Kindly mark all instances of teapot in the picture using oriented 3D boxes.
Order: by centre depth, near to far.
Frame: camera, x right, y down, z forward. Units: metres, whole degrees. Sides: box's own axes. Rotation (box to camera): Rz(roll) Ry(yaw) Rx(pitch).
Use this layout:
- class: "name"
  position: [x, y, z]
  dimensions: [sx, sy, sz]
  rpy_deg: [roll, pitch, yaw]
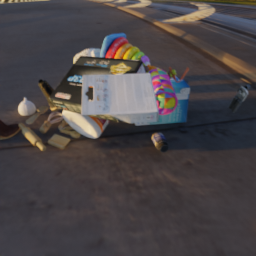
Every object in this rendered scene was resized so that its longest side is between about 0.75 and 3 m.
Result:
- class: "teapot"
  position: [-4.400, -0.915, 12.126]
  dimensions: [0.786, 0.574, 0.775]
  rpy_deg: [14, 35, 21]

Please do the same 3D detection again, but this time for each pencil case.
- class: "pencil case"
  position: [0.968, -1.150, 8.612]
  dimensions: [0.842, 0.842, 1.906]
  rpy_deg: [-2, 31, -3]

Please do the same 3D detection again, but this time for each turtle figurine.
- class: "turtle figurine"
  position: [0.886, -1.713, 10.123]
  dimensions: [1.876, 2.327, 0.749]
  rpy_deg: [42, 12, -6]

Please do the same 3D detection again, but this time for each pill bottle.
- class: "pill bottle"
  position: [1.148, 0.518, 9.923]
  dimensions: [0.438, 0.438, 0.783]
  rpy_deg: [-8, 32, -12]
- class: "pill bottle"
  position: [-1.046, -1.129, 10.524]
  dimensions: [1.584, 1.584, 2.774]
  rpy_deg: [19, 63, 28]

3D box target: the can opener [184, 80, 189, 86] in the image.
- class: "can opener"
  position: [1.403, -1.405, 12.101]
  dimensions: [2.569, 0.859, 0.685]
  rpy_deg: [-18, 35, -2]

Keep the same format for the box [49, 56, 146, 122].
- class: "box"
  position: [-1.005, -1.385, 9.226]
  dimensions: [2.637, 0.607, 2.096]
  rpy_deg: [13, 62, 31]

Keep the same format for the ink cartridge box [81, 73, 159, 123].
- class: "ink cartridge box"
  position: [-0.233, -0.786, 7.314]
  dimensions: [1.867, 0.533, 1.518]
  rpy_deg: [-5, 50, -1]

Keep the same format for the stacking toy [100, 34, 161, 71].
- class: "stacking toy"
  position: [0.308, -2.563, 11.257]
  dimensions: [2.777, 1.524, 1.612]
  rpy_deg: [29, 35, 17]

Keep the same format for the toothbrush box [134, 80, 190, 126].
- class: "toothbrush box"
  position: [1.269, -1.040, 11.358]
  dimensions: [2.156, 1.579, 0.920]
  rpy_deg: [-3, 30, -6]

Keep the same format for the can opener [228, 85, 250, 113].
- class: "can opener"
  position: [4.090, -1.068, 10.185]
  dimensions: [0.455, 1.362, 0.363]
  rpy_deg: [-29, 66, -12]

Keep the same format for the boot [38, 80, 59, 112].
- class: "boot"
  position: [-3.185, -1.379, 11.433]
  dimensions: [0.696, 1.243, 1.798]
  rpy_deg: [-37, 23, -21]

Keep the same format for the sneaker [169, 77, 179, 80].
- class: "sneaker"
  position: [1.453, -2.352, 14.207]
  dimensions: [2.478, 0.916, 1.019]
  rpy_deg: [12, 33, 3]

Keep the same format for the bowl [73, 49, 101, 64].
- class: "bowl"
  position: [-1.534, -3.232, 13.813]
  dimensions: [2.099, 0.985, 2.099]
  rpy_deg: [21, 48, -24]

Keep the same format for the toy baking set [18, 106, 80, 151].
- class: "toy baking set"
  position: [-3.040, 0.010, 10.787]
  dimensions: [2.719, 0.316, 2.087]
  rpy_deg: [33, 36, 28]

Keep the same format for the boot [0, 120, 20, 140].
- class: "boot"
  position: [-4.777, -0.184, 10.273]
  dimensions: [1.520, 1.264, 0.550]
  rpy_deg: [-27, 41, -37]
